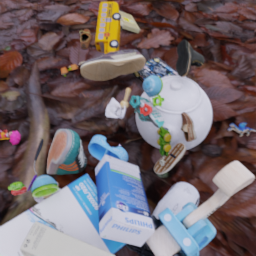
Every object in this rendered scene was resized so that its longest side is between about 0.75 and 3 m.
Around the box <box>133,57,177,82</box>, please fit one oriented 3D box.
[{"bbox_3d":[1.251,-2.332,12.248,1.384,0.401,1.742,-29,55,-23],"label":"box"}]

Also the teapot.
[{"bbox_3d":[1.602,-0.805,9.658,2.898,2.144,2.936,-24,52,-16],"label":"teapot"}]

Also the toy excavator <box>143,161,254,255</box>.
[{"bbox_3d":[1.516,2.046,6.310,2.607,2.535,1.302,-36,57,-11],"label":"toy excavator"}]

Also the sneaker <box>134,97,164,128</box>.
[{"bbox_3d":[0.579,-0.343,8.005,0.468,0.550,1.207,-2,42,-37],"label":"sneaker"}]

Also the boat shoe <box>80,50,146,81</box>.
[{"bbox_3d":[-0.520,-2.074,8.999,2.129,0.766,0.690,-14,52,-12],"label":"boat shoe"}]

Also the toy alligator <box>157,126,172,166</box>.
[{"bbox_3d":[0.940,0.439,7.080,0.291,1.213,0.402,-19,37,-21],"label":"toy alligator"}]

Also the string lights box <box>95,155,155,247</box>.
[{"bbox_3d":[-0.140,1.513,6.134,0.976,0.560,1.899,24,27,-23],"label":"string lights box"}]

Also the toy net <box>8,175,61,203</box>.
[{"bbox_3d":[-2.053,1.556,6.483,0.992,1.891,0.365,-17,67,-13],"label":"toy net"}]

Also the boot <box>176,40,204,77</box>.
[{"bbox_3d":[2.043,-2.032,8.826,0.985,0.552,1.424,26,57,-28],"label":"boot"}]

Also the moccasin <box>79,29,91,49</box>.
[{"bbox_3d":[-2.175,-4.578,14.119,0.528,0.557,1.443,5,49,5],"label":"moccasin"}]

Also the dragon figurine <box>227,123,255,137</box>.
[{"bbox_3d":[4.210,0.020,10.244,1.074,0.316,0.534,-10,50,-7],"label":"dragon figurine"}]

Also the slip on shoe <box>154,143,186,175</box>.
[{"bbox_3d":[1.260,0.946,8.289,1.170,0.354,0.445,-48,57,-6],"label":"slip on shoe"}]

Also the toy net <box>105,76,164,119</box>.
[{"bbox_3d":[0.184,-0.667,8.018,0.383,1.983,1.040,3,64,-53],"label":"toy net"}]

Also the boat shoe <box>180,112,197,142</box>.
[{"bbox_3d":[1.766,-0.002,8.412,0.348,0.970,0.367,-26,16,-15],"label":"boat shoe"}]

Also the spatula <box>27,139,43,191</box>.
[{"bbox_3d":[-2.107,0.843,6.403,0.125,0.344,1.219,10,81,-8],"label":"spatula"}]

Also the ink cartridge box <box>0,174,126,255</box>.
[{"bbox_3d":[-1.613,2.713,6.559,2.540,1.870,1.837,-30,73,-25],"label":"ink cartridge box"}]

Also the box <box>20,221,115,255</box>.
[{"bbox_3d":[-1.127,2.410,5.276,1.657,0.681,0.567,22,54,5],"label":"box"}]

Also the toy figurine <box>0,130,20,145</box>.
[{"bbox_3d":[-4.315,0.326,9.880,0.971,0.792,1.055,-3,22,-20],"label":"toy figurine"}]

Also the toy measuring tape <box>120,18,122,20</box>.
[{"bbox_3d":[-0.612,-5.333,14.748,0.989,0.364,0.364,-33,46,22],"label":"toy measuring tape"}]

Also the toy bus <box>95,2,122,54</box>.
[{"bbox_3d":[-0.731,-3.696,10.811,0.917,0.762,2.343,2,70,4],"label":"toy bus"}]

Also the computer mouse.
[{"bbox_3d":[1.118,2.468,7.750,1.441,0.577,2.628,30,59,19],"label":"computer mouse"}]

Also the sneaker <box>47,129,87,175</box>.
[{"bbox_3d":[-1.551,0.705,7.653,1.015,2.541,0.907,6,67,-22],"label":"sneaker"}]

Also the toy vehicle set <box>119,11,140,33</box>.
[{"bbox_3d":[-0.085,-5.727,15.061,1.038,0.221,1.670,7,43,-29],"label":"toy vehicle set"}]

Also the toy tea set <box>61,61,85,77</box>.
[{"bbox_3d":[-2.304,-2.572,12.454,1.352,0.500,0.804,-14,14,11],"label":"toy tea set"}]

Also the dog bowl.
[{"bbox_3d":[-0.571,0.676,7.589,1.155,0.644,0.286,30,37,8],"label":"dog bowl"}]
